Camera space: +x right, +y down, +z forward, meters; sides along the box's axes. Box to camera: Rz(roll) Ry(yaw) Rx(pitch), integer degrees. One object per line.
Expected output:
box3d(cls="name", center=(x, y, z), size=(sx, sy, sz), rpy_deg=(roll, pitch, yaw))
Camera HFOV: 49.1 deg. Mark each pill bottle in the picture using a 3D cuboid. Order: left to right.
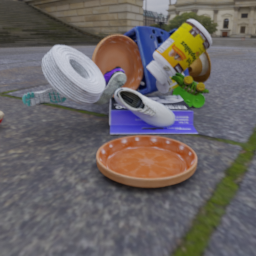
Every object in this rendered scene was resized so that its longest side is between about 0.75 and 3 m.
box3d(cls="pill bottle", center=(1.668, -1.821, 10.880), size=(1.146, 0.626, 0.626), rpy_deg=(-30, 34, -33))
box3d(cls="pill bottle", center=(1.710, -2.561, 9.709), size=(2.192, 1.198, 1.198), rpy_deg=(-43, 20, 9))

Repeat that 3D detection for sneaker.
box3d(cls="sneaker", center=(-2.701, -1.000, 9.055), size=(1.391, 0.540, 0.635), rpy_deg=(-6, 8, -23))
box3d(cls="sneaker", center=(-0.749, -1.507, 9.820), size=(0.591, 1.700, 0.845), rpy_deg=(32, 31, -38))
box3d(cls="sneaker", center=(0.522, -0.604, 9.008), size=(2.167, 0.791, 0.767), rpy_deg=(24, 6, -3))

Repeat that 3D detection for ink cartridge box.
box3d(cls="ink cartridge box", center=(0.766, -0.558, 10.201), size=(2.918, 0.639, 2.945), rpy_deg=(-1, 22, -4))

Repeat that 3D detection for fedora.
box3d(cls="fedora", center=(2.842, -2.947, 12.936), size=(0.892, 2.187, 2.187), rpy_deg=(-25, 28, -20))

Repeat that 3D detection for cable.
box3d(cls="cable", center=(-1.627, -1.620, 8.636), size=(2.063, 0.714, 2.064), rpy_deg=(31, 30, -33))

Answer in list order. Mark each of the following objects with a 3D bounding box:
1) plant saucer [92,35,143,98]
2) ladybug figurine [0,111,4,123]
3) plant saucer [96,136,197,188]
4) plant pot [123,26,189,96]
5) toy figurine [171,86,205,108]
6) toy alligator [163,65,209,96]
box3d(cls="plant saucer", center=(-0.422, -2.318, 10.723), size=(2.363, 2.363, 0.442), rpy_deg=(-15, 17, -34))
box3d(cls="ladybug figurine", center=(-4.867, -0.182, 9.201), size=(1.574, 0.566, 1.068), rpy_deg=(-17, 25, -35))
box3d(cls="plant saucer", center=(0.437, 0.792, 6.849), size=(2.417, 0.390, 2.417), rpy_deg=(1, 21, 0))
box3d(cls="plant pot", center=(1.027, -2.841, 12.350), size=(2.408, 2.679, 2.678), rpy_deg=(-13, 4, -25))
box3d(cls="toy figurine", center=(2.500, -1.428, 12.349), size=(1.466, 1.100, 1.349), rpy_deg=(20, 9, -8))
box3d(cls="toy alligator", center=(1.790, -1.416, 8.963), size=(1.691, 0.406, 0.560), rpy_deg=(29, -12, 2))
